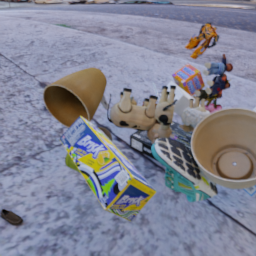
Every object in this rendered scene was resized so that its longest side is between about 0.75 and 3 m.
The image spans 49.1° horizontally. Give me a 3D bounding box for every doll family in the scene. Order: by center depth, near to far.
[{"bbox_3d":[3.320,-1.540,10.688,1.420,2.458,0.964,-8,43,-29],"label":"doll family"}]

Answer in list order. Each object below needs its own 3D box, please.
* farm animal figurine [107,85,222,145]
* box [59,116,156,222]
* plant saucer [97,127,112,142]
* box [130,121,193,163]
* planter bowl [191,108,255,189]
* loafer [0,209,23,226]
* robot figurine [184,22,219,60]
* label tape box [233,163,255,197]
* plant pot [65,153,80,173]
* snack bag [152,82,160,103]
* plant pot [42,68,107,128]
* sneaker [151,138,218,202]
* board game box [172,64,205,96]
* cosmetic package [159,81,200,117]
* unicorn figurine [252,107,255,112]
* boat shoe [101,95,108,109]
[{"bbox_3d":[1.021,-0.199,8.272,2.910,1.463,2.350,5,-11,43],"label":"farm animal figurine"},{"bbox_3d":[-0.609,0.864,6.839,0.920,1.002,2.860,-49,43,2],"label":"box"},{"bbox_3d":[-0.869,0.364,8.474,0.796,0.117,0.796,5,70,-14],"label":"plant saucer"},{"bbox_3d":[1.889,0.633,12.424,2.914,0.634,2.334,26,41,34],"label":"box"},{"bbox_3d":[2.634,0.685,6.924,1.974,1.328,1.974,-11,53,14],"label":"planter bowl"},{"bbox_3d":[-3.860,2.919,9.185,0.915,0.327,0.334,13,35,19],"label":"loafer"},{"bbox_3d":[3.492,-4.104,13.205,0.497,1.708,1.238,-8,65,-39],"label":"robot figurine"},{"bbox_3d":[3.929,1.408,8.940,1.424,0.471,1.020,-24,56,-39],"label":"label tape box"},{"bbox_3d":[-1.509,1.136,9.271,0.850,0.850,0.818,-28,41,-36],"label":"plant pot"},{"bbox_3d":[1.057,-0.926,9.670,0.120,1.053,1.117,-17,-12,9],"label":"snack bag"},{"bbox_3d":[-1.844,-1.404,11.061,2.073,2.073,2.225,15,47,22],"label":"plant pot"},{"bbox_3d":[1.410,1.284,7.436,1.075,2.700,1.046,-31,36,23],"label":"sneaker"},{"bbox_3d":[2.332,-1.824,10.845,0.805,0.805,0.805,-35,42,-1],"label":"board game box"},{"bbox_3d":[1.895,-0.786,9.483,1.623,0.659,0.916,28,23,-42],"label":"cosmetic package"},{"bbox_3d":[4.350,-0.351,8.389,1.919,1.032,2.794,-54,16,-10],"label":"unicorn figurine"},{"bbox_3d":[-1.128,-1.190,12.418,0.297,0.837,0.292,-45,30,-25],"label":"boat shoe"}]
